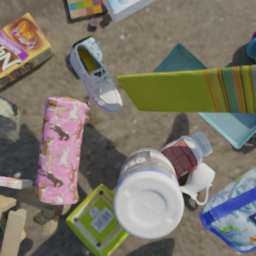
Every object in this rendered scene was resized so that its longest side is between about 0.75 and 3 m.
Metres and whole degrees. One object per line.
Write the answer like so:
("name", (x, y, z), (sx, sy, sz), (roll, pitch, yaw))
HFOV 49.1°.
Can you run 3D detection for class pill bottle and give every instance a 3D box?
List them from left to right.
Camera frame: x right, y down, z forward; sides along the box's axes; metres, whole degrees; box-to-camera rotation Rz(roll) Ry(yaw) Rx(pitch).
("pill bottle", (0.387, 1.136, 5.646), (1.199, 2.108, 1.199), (0, 100, 3))
("pill bottle", (1.555, 0.889, 8.443), (1.799, 1.009, 1.009), (-30, 82, -4))

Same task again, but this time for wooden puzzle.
("wooden puzzle", (-1.432, -4.489, 9.707), (1.371, 0.162, 2.312), (-13, 81, -2))

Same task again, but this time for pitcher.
("pitcher", (2.209, 1.716, 8.528), (0.937, 0.662, 1.092), (39, 92, 2))

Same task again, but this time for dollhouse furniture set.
("dollhouse furniture set", (-2.447, 2.290, 6.532), (1.530, 1.609, 1.311), (15, 96, 10))

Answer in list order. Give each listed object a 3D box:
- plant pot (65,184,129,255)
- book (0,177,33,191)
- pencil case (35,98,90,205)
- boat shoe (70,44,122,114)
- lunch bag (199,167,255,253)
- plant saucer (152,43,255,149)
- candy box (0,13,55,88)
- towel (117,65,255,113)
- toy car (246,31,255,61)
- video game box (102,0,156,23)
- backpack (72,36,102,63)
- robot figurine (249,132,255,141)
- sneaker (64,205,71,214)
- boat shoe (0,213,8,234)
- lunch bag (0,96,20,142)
("plant pot", (-0.633, 2.279, 6.859), (1.397, 1.274, 1.404), (43, 72, 13))
("book", (-2.800, 1.260, 6.482), (0.932, 0.622, 0.224), (5, 79, 19))
("pencil case", (-1.409, 0.498, 6.023), (0.987, 0.945, 2.282), (9, 89, -23))
("boat shoe", (-0.683, -1.189, 6.537), (0.677, 0.781, 1.833), (-31, 89, -22))
("lunch bag", (2.662, 1.449, 5.551), (1.887, 2.220, 1.414), (-41, 52, 24))
("plant saucer", (1.978, -0.774, 6.947), (2.869, 0.272, 1.003), (41, 101, -1))
("candy box", (-3.804, -2.443, 9.136), (2.405, 0.679, 1.403), (-35, 84, -3))
("towel", (1.319, -0.758, 5.726), (2.982, 1.283, 0.269), (2, 58, 29))
("toy car", (4.636, -2.730, 8.894), (1.899, 1.662, 1.424), (-36, 48, -5))
("video game box", (0.197, -3.266, 5.010), (2.110, 0.494, 1.922), (-29, 88, -1))
("backpack", (-1.255, -2.485, 9.187), (0.781, 0.736, 0.958), (-31, 97, -14))
("robot figurine", (4.408, -0.248, 8.865), (1.824, 0.531, 1.323), (-10, 81, -2))
("sneaker", (-1.946, 1.879, 8.509), (0.526, 0.600, 1.496), (10, 83, 0))
("boat shoe", (-3.621, 2.986, 8.466), (0.333, 0.341, 0.902), (-38, 84, -8))
("lunch bag", (-3.151, -0.226, 7.048), (1.099, 0.901, 0.646), (28, 41, 9))
